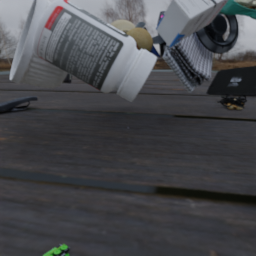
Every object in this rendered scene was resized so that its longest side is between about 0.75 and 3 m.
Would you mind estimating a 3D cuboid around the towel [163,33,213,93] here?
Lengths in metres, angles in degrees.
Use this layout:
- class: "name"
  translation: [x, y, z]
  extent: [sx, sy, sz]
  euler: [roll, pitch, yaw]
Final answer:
- class: "towel"
  translation: [2.236, -2.730, 10.140]
  extent: [0.983, 1.902, 2.297]
  euler: [-21, 35, 37]

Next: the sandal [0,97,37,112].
- class: "sandal"
  translation: [-5.681, -1.018, 13.651]
  extent: [1.015, 0.572, 2.671]
  euler: [5, 24, 45]

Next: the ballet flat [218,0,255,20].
- class: "ballet flat"
  translation: [3.580, -3.618, 8.124]
  extent: [2.215, 0.746, 0.780]
  euler: [-2, -20, -19]

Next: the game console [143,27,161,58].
- class: "game console"
  translation: [1.025, -3.620, 11.893]
  extent: [0.633, 0.914, 1.071]
  euler: [5, -17, 28]

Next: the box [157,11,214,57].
- class: "box"
  translation: [2.464, -3.947, 11.534]
  extent: [2.311, 1.527, 1.326]
  euler: [1, 44, 15]

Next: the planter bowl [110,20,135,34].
- class: "planter bowl"
  translation: [-0.226, -4.135, 13.160]
  extent: [1.730, 1.730, 1.165]
  euler: [-2, 24, -9]

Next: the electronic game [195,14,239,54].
- class: "electronic game"
  translation: [3.196, -3.678, 10.071]
  extent: [2.027, 2.027, 0.422]
  euler: [-7, 1, -24]

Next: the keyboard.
- class: "keyboard"
  translation: [3.074, -1.080, 7.838]
  extent: [0.476, 1.250, 2.402]
  euler: [31, -1, -17]

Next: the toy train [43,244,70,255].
- class: "toy train"
  translation: [-1.125, 1.768, 3.656]
  extent: [0.228, 0.169, 0.810]
  euler: [-1, 11, 40]

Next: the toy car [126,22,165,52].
- class: "toy car"
  translation: [0.268, -3.090, 10.842]
  extent: [1.982, 2.412, 1.903]
  euler: [38, -22, 3]

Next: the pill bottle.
- class: "pill bottle"
  translation: [-0.799, -1.874, 7.110]
  extent: [2.764, 1.574, 1.574]
  euler: [29, 14, -5]

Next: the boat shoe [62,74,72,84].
- class: "boat shoe"
  translation: [-2.463, -2.838, 11.904]
  extent: [0.621, 1.982, 0.720]
  euler: [17, -3, -20]

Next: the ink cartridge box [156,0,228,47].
- class: "ink cartridge box"
  translation: [1.681, -2.989, 7.280]
  extent: [1.644, 0.692, 1.189]
  euler: [-35, -5, -23]

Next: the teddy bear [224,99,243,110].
- class: "teddy bear"
  translation: [5.432, -1.260, 14.434]
  extent: [1.069, 0.492, 1.474]
  euler: [10, 18, 26]

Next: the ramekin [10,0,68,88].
- class: "ramekin"
  translation: [-2.632, -2.595, 8.948]
  extent: [1.454, 2.771, 2.771]
  euler: [16, 6, -29]
